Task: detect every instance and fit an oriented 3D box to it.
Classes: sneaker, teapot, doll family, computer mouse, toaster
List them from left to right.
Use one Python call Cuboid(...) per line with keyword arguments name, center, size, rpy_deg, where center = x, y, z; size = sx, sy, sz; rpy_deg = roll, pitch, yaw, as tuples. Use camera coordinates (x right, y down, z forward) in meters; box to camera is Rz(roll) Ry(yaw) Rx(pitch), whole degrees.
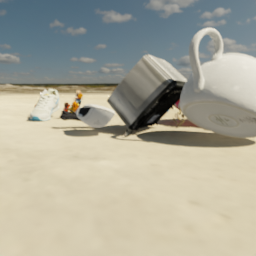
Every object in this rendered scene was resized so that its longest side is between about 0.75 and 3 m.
Cuboid(name="sneaker", center=(-3.693, -0.988, 12.332), size=(0.884, 0.933, 2.310), rpy_deg=(6, 26, 2))
Cuboid(name="doll family", center=(-2.367, -1.084, 12.758), size=(0.700, 0.965, 1.554), rpy_deg=(27, 47, 4))
Cuboid(name="computer mouse", center=(-1.221, -0.295, 8.667), size=(1.384, 0.554, 2.524), rpy_deg=(18, -8, -22))
Cuboid(name="toaster", center=(0.646, -0.992, 8.650), size=(1.332, 2.029, 2.244), rpy_deg=(48, 24, 14))
Cuboid(name="teapot", center=(2.689, -1.051, 7.310), size=(2.630, 1.946, 2.665), rpy_deg=(18, -14, 9))

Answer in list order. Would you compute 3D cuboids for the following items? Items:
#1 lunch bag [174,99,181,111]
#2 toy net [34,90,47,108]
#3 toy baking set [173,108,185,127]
Cuboid(name="lunch bag", center=(2.812, -1.042, 10.837), size=(2.424, 0.993, 2.135), rpy_deg=(0, 32, -36))
Cuboid(name="toy net", center=(-4.164, -1.218, 13.184), size=(0.244, 1.265, 0.664), rpy_deg=(13, -2, 25))
Cuboid(name="toy baking set", center=(1.817, -0.355, 9.905), size=(0.091, 0.597, 0.778), rpy_deg=(7, -35, -19))
